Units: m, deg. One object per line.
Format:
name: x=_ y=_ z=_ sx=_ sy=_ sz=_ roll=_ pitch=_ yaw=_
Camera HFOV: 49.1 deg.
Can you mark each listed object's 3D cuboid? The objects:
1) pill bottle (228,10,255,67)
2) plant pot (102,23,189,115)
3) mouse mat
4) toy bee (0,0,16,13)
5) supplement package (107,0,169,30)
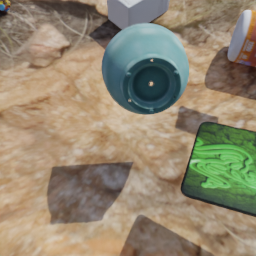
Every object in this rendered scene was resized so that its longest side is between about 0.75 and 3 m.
pill bottle: x=4.527 y=-2.445 z=8.293 sx=2.713 sy=1.522 sz=1.522 roll=15 pitch=63 yaw=8
plant pot: x=0.390 y=-1.026 z=5.606 sx=1.869 sy=1.869 sz=1.252 roll=-3 pitch=28 yaw=-2
mouse mat: x=2.146 y=0.696 z=4.745 sx=2.188 sy=0.082 sz=1.760 roll=12 pitch=50 yaw=19
toy bee: x=-4.354 y=-4.390 z=9.963 sx=0.832 sy=0.452 sz=0.545 roll=11 pitch=17 yaw=-3
supplement package: x=0.362 y=-4.301 z=9.526 sx=1.927 sy=1.130 sz=1.126 roll=-39 pitch=68 yaw=-19
